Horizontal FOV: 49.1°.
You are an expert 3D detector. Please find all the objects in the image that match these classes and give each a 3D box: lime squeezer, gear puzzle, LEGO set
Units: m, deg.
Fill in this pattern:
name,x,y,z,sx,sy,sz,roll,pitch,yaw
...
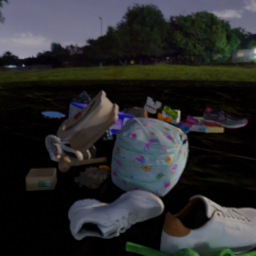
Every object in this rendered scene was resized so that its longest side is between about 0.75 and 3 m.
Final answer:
name,x,y,z,sx,sy,sz,roll,pitch,yaw
lime squeezer,1.344,2.342,4.913,2.809,0.530,0.992,-1,-17,2
gear puzzle,-1.017,1.477,8.581,0.779,0.197,1.504,14,19,16
LEGO set,1.892,-0.222,13.606,2.840,1.165,1.083,24,47,-13

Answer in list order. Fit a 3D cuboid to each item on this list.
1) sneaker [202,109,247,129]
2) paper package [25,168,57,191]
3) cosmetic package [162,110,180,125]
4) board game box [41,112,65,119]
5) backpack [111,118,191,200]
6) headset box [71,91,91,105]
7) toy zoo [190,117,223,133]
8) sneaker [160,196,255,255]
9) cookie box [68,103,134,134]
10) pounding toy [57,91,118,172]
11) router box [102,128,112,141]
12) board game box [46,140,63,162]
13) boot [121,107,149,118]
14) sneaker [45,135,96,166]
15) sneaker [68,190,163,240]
name,x,y,z,sx,sy,sz,roll,pitch,yaw
sneaker,4.792,-0.449,13.990,2.137,0.798,0.861,9,15,27
paper package,-2.514,1.490,8.141,0.777,0.402,0.740,-1,14,-6
cosmetic package,2.416,-0.608,15.877,0.869,0.728,0.723,6,14,21
board game box,-4.609,-0.706,17.287,1.445,0.281,1.142,20,19,40
backpack,0.536,0.734,8.033,2.452,1.860,2.938,3,17,15
headset box,-2.471,-1.469,15.210,0.879,0.766,0.408,-35,0,5
toy zoo,4.089,-0.148,14.971,1.767,0.276,2.693,3,14,11
sneaker,1.811,1.819,5.486,2.527,1.070,0.920,-6,13,-27
cookie box,-1.389,-0.462,13.840,2.314,1.017,2.706,6,9,-34
pounding toy,-1.290,0.237,9.315,2.700,1.549,1.544,-45,25,2
router box,-0.945,0.259,12.119,0.238,0.575,0.767,-15,-6,12
board game box,-2.429,0.786,9.332,0.491,0.135,0.777,36,22,-51
boot,0.341,-0.759,16.688,1.641,0.788,2.244,-3,11,10
sneaker,-2.058,0.770,10.446,2.108,0.770,1.179,23,24,37
sneaker,-0.234,1.918,5.889,2.060,0.767,0.897,-12,21,-3
